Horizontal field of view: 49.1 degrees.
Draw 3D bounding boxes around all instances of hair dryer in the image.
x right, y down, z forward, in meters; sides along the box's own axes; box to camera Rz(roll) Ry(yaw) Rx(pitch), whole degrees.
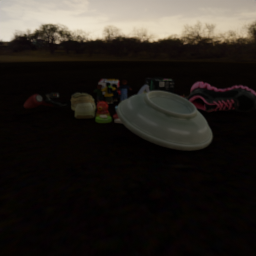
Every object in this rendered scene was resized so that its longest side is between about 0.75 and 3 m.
[{"bbox_3d":[-3.527,-0.984,11.618,1.716,0.466,1.307,-3,-21,3],"label":"hair dryer"}]

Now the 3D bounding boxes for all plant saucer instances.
[{"bbox_3d":[1.130,-0.440,8.057,2.864,0.719,2.864,12,27,-6],"label":"plant saucer"}]

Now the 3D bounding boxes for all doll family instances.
[{"bbox_3d":[-0.707,-1.723,13.193,1.819,1.052,0.714,-12,21,-37],"label":"doll family"}]

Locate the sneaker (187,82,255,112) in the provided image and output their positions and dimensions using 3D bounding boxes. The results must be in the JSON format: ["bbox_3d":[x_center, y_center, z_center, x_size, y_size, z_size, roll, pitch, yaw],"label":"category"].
[{"bbox_3d":[3.692,-1.020,11.345,2.911,1.150,1.388,12,42,37],"label":"sneaker"}]

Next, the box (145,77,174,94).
[{"bbox_3d":[1.678,-2.217,15.153,1.031,0.863,1.388,-8,19,-26],"label":"box"}]

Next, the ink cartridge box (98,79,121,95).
[{"bbox_3d":[-0.896,-2.318,15.814,1.431,0.684,1.630,1,16,-1],"label":"ink cartridge box"}]

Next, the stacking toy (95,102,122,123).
[{"bbox_3d":[-0.589,-0.606,10.297,1.375,0.581,1.244,1,16,5],"label":"stacking toy"}]

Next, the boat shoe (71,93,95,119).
[{"bbox_3d":[-1.831,-1.075,11.337,1.008,0.869,2.763,-2,17,-8],"label":"boat shoe"}]

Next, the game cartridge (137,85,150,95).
[{"bbox_3d":[0.630,-1.317,11.733,0.200,0.650,0.976,8,52,35],"label":"game cartridge"}]

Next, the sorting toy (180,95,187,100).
[{"bbox_3d":[2.676,-1.356,13.270,0.890,0.312,1.845,13,21,37],"label":"sorting toy"}]
